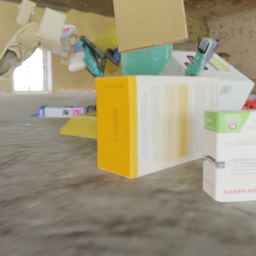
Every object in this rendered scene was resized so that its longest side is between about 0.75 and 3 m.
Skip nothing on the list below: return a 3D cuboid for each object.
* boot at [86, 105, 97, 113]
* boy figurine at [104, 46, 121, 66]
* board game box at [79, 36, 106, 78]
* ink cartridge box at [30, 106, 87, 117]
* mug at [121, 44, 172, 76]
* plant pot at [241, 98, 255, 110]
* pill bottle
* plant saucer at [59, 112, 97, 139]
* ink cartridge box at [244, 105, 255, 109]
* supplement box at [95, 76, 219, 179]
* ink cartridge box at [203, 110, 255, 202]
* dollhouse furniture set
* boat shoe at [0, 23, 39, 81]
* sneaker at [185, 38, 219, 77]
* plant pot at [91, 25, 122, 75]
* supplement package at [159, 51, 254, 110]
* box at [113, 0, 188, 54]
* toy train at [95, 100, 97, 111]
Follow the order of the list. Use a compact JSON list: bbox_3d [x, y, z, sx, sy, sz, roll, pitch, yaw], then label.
[{"bbox_3d":[-1.377,-0.981,14.733,1.101,0.584,1.673,-5,8,23],"label":"boot"},{"bbox_3d":[0.200,-3.402,10.200,0.823,2.555,1.589,37,30,-16],"label":"boy figurine"},{"bbox_3d":[-1.501,-2.823,11.368,0.240,1.155,1.707,-21,53,-34],"label":"board game box"},{"bbox_3d":[-3.599,-0.887,14.785,2.736,0.574,1.632,-2,9,-1],"label":"ink cartridge box"},{"bbox_3d":[0.551,-2.534,8.830,1.509,2.005,2.440,-2,-22,1],"label":"mug"},{"bbox_3d":[5.429,-0.869,13.005,1.122,1.022,1.122,-1,10,0],"label":"plant pot"},{"bbox_3d":[-2.145,-2.959,10.502,0.846,1.555,0.846,-19,4,1],"label":"pill bottle"},{"bbox_3d":[-0.549,-0.177,9.853,2.704,0.655,2.703,6,11,33],"label":"plant saucer"},{"bbox_3d":[6.109,-1.105,15.253,1.864,0.774,1.367,-3,9,-17],"label":"ink cartridge box"},{"bbox_3d":[0.753,-0.183,6.060,2.916,1.838,1.072,-7,10,-42],"label":"supplement box"},{"bbox_3d":[1.663,0.384,4.224,0.940,1.292,0.543,-1,7,-7],"label":"ink cartridge box"},{"bbox_3d":[-2.660,-2.597,8.851,1.839,1.053,2.156,17,-27,-18],"label":"dollhouse furniture set"},{"bbox_3d":[-4.083,-2.840,10.405,0.945,2.619,0.851,42,-11,-24],"label":"boat shoe"},{"bbox_3d":[2.097,-1.839,7.813,0.589,1.346,0.501,-11,51,-32],"label":"sneaker"},{"bbox_3d":[-0.465,-4.089,14.169,1.915,1.915,1.689,-45,23,-21],"label":"plant pot"},{"bbox_3d":[3.089,-1.743,11.949,2.658,2.044,2.780,-4,39,-23],"label":"supplement package"},{"bbox_3d":[0.356,-2.269,5.185,1.296,1.585,0.169,-7,-4,17],"label":"box"},{"bbox_3d":[-0.746,-0.784,12.165,0.832,1.113,1.952,-8,12,-38],"label":"toy train"}]
